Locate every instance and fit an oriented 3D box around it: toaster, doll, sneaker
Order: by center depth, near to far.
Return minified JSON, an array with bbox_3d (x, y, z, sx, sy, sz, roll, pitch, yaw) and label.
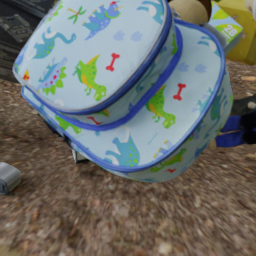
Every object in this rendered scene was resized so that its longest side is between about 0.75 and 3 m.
[{"bbox_3d":[2.129,0.059,4.849,1.434,0.978,0.347,-14,-1,34],"label":"doll"},{"bbox_3d":[-2.736,1.108,6.166,0.797,0.453,0.515,21,33,16],"label":"toaster"},{"bbox_3d":[4.600,-0.700,8.701,2.942,1.117,1.335,-1,24,-6],"label":"sneaker"}]

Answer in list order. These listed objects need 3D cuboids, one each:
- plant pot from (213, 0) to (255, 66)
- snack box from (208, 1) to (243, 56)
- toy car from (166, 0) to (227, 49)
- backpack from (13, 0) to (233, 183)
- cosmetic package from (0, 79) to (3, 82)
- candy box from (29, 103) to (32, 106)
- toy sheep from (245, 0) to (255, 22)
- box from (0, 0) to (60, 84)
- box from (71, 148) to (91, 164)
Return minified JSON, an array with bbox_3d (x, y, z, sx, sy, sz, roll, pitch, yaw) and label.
[{"bbox_3d":[3.029,-2.790,8.093,1.786,1.786,1.575,21,27,20],"label":"plant pot"},{"bbox_3d":[0.834,-2.309,6.890,2.884,2.432,0.976,48,12,11],"label":"snack box"},{"bbox_3d":[0.969,-1.656,4.586,1.386,1.443,1.756,16,49,-38],"label":"toy car"},{"bbox_3d":[-0.054,-0.572,3.470,2.366,1.739,2.165,37,87,27],"label":"backpack"},{"bbox_3d":[-3.804,-2.316,6.531,1.003,2.744,1.420,-27,67,3],"label":"cosmetic package"},{"bbox_3d":[-2.040,-1.339,9.113,2.136,0.973,2.526,-18,14,-27],"label":"candy box"},{"bbox_3d":[3.055,-2.469,5.416,1.101,1.101,1.597,-27,33,-37],"label":"toy sheep"},{"bbox_3d":[-1.351,-1.587,4.918,2.604,2.063,0.629,10,48,-46],"label":"box"},{"bbox_3d":[-0.576,0.122,7.771,2.098,0.522,1.655,-10,32,-16],"label":"box"}]
